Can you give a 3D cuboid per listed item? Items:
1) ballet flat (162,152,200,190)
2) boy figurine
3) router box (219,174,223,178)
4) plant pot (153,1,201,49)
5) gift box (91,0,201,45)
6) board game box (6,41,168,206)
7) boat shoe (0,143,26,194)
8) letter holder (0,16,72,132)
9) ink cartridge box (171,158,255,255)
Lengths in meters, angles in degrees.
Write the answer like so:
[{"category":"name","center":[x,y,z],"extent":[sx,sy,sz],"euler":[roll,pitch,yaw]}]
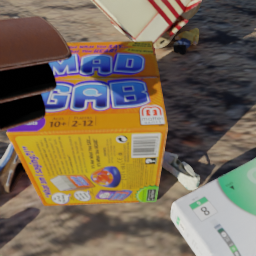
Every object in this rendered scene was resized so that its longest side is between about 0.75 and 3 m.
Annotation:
[{"category":"ballet flat","center":[1.208,0.909,6.778],"extent":[0.492,0.492,1.372],"euler":[-33,57,-25]},{"category":"boy figurine","center":[2.201,-3.303,10.453],"extent":[0.881,0.457,1.418],"euler":[23,51,24]},{"category":"router box","center":[2.322,1.736,6.100],"extent":[1.260,0.391,0.944],"euler":[31,56,24]},{"category":"plant pot","center":[1.182,-4.239,10.260],"extent":[2.441,2.441,2.234],"euler":[18,63,15]},{"category":"gift box","center":[0.416,-3.874,7.176],"extent":[2.899,2.707,2.675],"euler":[-43,36,14]},{"category":"board game box","center":[-0.687,-0.073,6.201],"extent":[2.592,2.594,2.592],"euler":[-2,49,-2]},{"category":"boat shoe","center":[-2.605,0.777,6.829],"extent":[0.674,0.673,1.863],"euler":[19,61,10]},{"category":"letter holder","center":[-1.349,-0.795,3.555],"extent":[1.081,0.765,1.521],"euler":[-18,42,-21]},{"category":"ink cartridge box","center":[2.564,2.081,4.951],"extent":[2.388,0.743,2.967],"euler":[-22,46,-18]}]
